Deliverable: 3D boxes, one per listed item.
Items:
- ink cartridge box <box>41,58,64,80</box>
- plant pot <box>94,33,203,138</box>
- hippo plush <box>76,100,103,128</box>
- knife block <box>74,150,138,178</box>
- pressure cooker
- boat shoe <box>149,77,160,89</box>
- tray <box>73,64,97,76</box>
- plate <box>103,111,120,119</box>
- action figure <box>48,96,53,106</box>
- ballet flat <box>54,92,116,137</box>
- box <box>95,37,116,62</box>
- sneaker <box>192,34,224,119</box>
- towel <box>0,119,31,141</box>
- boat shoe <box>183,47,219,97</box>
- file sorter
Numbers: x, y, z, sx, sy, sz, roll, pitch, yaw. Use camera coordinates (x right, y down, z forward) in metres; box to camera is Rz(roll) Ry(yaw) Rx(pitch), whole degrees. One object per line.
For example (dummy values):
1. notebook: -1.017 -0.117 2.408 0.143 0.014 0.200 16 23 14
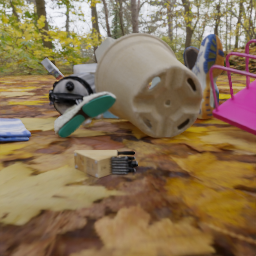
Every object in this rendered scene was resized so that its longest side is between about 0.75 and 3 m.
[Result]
1. ink cartridge box: -2.407 -1.843 9.115 0.228 0.494 0.906 -40 -17 -1
2. plant pot: 0.583 -0.967 7.173 2.571 2.571 2.353 -4 25 -15
3. hippo plush: -1.031 -0.454 7.701 0.634 0.789 0.628 -19 12 -22
4. knife block: -0.330 0.536 4.665 0.932 0.298 0.818 12 16 43
5. pressure cooker: -1.620 -1.005 8.748 1.370 1.392 1.558 -37 6 20
6. boat shoe: 1.246 -1.619 9.970 0.607 2.013 0.761 39 -27 -28
7. tray: -0.717 -1.731 10.938 2.825 1.517 0.313 -1 20 5
8. plate: -0.294 -0.693 10.025 2.492 0.318 2.492 -1 12 0
9. action figure: -2.496 -1.128 10.995 1.179 0.767 0.409 -9 -11 -10
10. ballet flat: -1.083 -0.423 6.592 1.656 0.594 0.594 -33 13 4
11. box: -0.341 -1.925 9.463 0.992 2.088 0.812 14 -40 -43
12. sneaker: 2.262 -1.651 8.982 1.005 2.670 1.177 10 -2 -38
13. towel: -3.175 0.017 6.825 1.339 0.217 1.824 0 12 -28
14. boat shoe: 2.672 -1.924 10.150 0.810 2.244 0.812 -28 3 24
15. file sorter: 3.282 -1.194 6.289 2.430 1.524 1.689 -34 36 -16
